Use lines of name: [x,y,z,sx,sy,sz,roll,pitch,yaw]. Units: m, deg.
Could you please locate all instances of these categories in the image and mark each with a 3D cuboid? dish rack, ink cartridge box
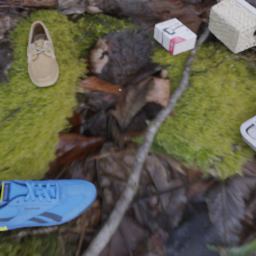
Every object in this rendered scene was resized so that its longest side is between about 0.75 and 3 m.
dish rack: [4.493,0.286,7.828,2.331,0.508,2.001,-29,56,-19]
ink cartridge box: [1.772,-3.519,10.778,0.990,0.576,1.367,-24,56,-18]

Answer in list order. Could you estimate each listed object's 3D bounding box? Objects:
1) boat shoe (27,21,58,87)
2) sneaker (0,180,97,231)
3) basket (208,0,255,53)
boat shoe: [-3.107,-2.628,9.842,1.018,0.921,2.856,-13,55,-10]
sneaker: [-2.172,1.646,6.422,2.896,1.135,0.955,-8,50,-8]
basket: [4.021,-3.890,10.582,1.137,1.249,1.843,-29,60,-6]
